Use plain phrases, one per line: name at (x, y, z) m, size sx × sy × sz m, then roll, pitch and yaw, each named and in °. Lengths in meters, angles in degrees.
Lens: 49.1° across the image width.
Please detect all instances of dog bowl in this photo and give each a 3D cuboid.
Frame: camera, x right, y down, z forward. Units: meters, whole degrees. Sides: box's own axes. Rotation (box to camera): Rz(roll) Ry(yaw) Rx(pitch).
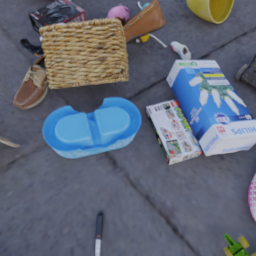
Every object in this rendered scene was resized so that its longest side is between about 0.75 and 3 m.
dog bowl at (-0.967, 0.036, 7.816) m, size 2.660 × 0.659 × 1.483 m, roll -12°, pitch 57°, yaw -11°

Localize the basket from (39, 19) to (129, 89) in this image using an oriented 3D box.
basket at (-1.179, -2.132, 8.326) m, size 2.324 × 1.659 × 1.731 m, roll -6°, pitch 99°, yaw 6°

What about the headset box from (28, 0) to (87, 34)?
headset box at (-2.561, -4.126, 10.636) m, size 1.840 × 0.711 × 1.369 m, roll -39°, pitch 64°, yaw -21°

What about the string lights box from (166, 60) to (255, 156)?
string lights box at (2.379, -0.673, 8.047) m, size 1.478 × 0.848 × 2.875 m, roll -6°, pitch 55°, yaw -22°

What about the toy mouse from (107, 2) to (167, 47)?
toy mouse at (0.258, -4.382, 10.891) m, size 2.917 × 0.565 × 2.593 m, roll 10°, pitch 57°, yaw 7°

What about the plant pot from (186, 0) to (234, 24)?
plant pot at (3.044, -5.032, 10.791) m, size 1.305 × 1.838 × 1.838 m, roll 24°, pitch 56°, yaw 41°

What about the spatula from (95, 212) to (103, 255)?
spatula at (-0.681, 2.679, 6.371) m, size 0.447 × 0.163 × 1.582 m, roll 2°, pitch 56°, yaw 0°

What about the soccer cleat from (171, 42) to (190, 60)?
soccer cleat at (1.881, -2.795, 9.884) m, size 0.376 × 0.465 × 1.076 m, roll -22°, pitch 58°, yaw -14°

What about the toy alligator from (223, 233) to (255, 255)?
toy alligator at (2.533, 2.884, 5.791) m, size 0.512 × 0.371 × 1.544 m, roll -44°, pitch 49°, yaw 16°

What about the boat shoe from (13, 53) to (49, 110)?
boat shoe at (-2.888, -1.601, 8.845) m, size 0.885 × 0.839 × 2.337 m, roll 17°, pitch 58°, yaw 12°

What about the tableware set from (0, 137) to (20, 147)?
tableware set at (-3.714, 0.120, 7.449) m, size 1.534 × 1.282 × 0.178 m, roll 22°, pitch 83°, yaw 26°

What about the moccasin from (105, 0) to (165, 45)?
moccasin at (-0.223, -3.335, 9.421) m, size 2.891 × 1.116 × 1.058 m, roll -20°, pitch 26°, yaw 20°

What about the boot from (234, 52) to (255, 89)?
boot at (4.518, -1.687, 8.992) m, size 1.798 × 0.623 × 1.566 m, roll -42°, pitch 59°, yaw -11°

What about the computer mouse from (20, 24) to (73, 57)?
computer mouse at (-2.578, -3.041, 9.259) m, size 0.997 × 0.399 × 1.818 m, roll 35°, pitch 62°, yaw 29°

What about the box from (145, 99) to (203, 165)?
box at (1.288, 0.064, 8.034) m, size 1.025 × 0.323 × 1.862 m, roll -15°, pitch 57°, yaw -10°

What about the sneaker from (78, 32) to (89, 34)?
sneaker at (-1.722, -3.503, 10.393) m, size 0.375 × 0.537 × 1.079 m, roll 28°, pitch 29°, yaw 5°

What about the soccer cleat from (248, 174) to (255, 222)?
soccer cleat at (3.593, 1.162, 6.836) m, size 0.878 × 1.086 × 2.515 m, roll 20°, pitch 59°, yaw 13°
